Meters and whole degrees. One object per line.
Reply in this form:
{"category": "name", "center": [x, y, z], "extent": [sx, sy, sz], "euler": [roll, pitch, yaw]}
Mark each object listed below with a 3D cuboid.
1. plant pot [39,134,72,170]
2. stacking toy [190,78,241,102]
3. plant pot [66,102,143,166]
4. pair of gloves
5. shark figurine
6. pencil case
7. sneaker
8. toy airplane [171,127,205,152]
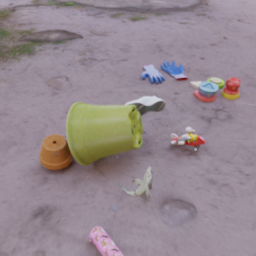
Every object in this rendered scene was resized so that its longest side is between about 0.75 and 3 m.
{"category": "plant pot", "center": [-2.674, 0.803, 10.300], "extent": [1.214, 0.849, 1.214], "euler": [4, 43, -4]}
{"category": "stacking toy", "center": [4.501, -2.325, 14.644], "extent": [2.306, 0.974, 2.087], "euler": [-9, 40, -12]}
{"category": "plant pot", "center": [-0.673, 0.085, 10.007], "extent": [2.149, 2.337, 2.337], "euler": [-8, 36, 18]}
{"category": "pair of gloves", "center": [2.046, -3.278, 16.386], "extent": [2.780, 0.317, 2.235], "euler": [-8, 39, -12]}
{"category": "shark figurine", "center": [0.418, 1.944, 8.966], "extent": [0.650, 1.557, 0.930], "euler": [4, 60, -45]}
{"category": "pencil case", "center": [-0.620, 3.369, 7.849], "extent": [0.539, 0.516, 1.246], "euler": [-29, 48, -28]}
{"category": "sneaker", "center": [0.566, -0.878, 10.914], "extent": [1.730, 0.608, 0.693], "euler": [-8, 34, -26]}
{"category": "toy airplane", "center": [2.297, 0.372, 11.181], "extent": [1.220, 0.865, 1.226], "euler": [-3, 20, -22]}
